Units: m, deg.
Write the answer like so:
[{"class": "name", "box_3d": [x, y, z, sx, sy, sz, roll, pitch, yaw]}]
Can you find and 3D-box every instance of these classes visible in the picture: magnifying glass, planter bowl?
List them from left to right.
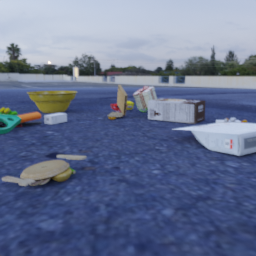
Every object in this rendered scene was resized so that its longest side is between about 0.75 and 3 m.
[{"class": "magnifying glass", "box_3d": [-4.726, -0.314, 11.466, 1.154, 0.325, 2.898, 31, 21, 18]}, {"class": "planter bowl", "box_3d": [-4.493, -1.551, 16.788, 2.931, 1.221, 2.931, -1, 10, 0]}]

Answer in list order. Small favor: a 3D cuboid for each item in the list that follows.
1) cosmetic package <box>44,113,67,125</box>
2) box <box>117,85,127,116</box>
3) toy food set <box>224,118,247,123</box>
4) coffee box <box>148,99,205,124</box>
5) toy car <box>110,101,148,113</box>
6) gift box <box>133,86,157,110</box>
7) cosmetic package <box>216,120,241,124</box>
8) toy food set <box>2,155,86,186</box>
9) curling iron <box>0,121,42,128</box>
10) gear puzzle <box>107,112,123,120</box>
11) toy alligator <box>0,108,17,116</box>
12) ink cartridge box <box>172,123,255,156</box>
[{"class": "cosmetic package", "box_3d": [-3.367, -0.435, 13.017, 0.515, 0.406, 0.957, 6, 11, 34]}, {"class": "box", "box_3d": [-0.322, -1.438, 14.452, 0.148, 1.134, 1.388, -5, 32, -16]}, {"class": "toy food set", "box_3d": [4.328, -0.163, 11.474, 0.913, 0.436, 0.411, 14, 17, 40]}, {"class": "coffee box", "box_3d": [2.358, -0.860, 13.676, 2.452, 0.977, 1.402, 7, 14, 32]}, {"class": "toy car", "box_3d": [0.389, -1.240, 16.984, 2.321, 0.550, 2.467, 4, 12, 21]}, {"class": "gift box", "box_3d": [0.835, -1.614, 14.875, 1.098, 1.025, 1.013, -8, 20, 27]}, {"class": "cosmetic package", "box_3d": [4.326, -0.180, 12.088, 0.980, 0.248, 0.405, 1, 11, 4]}, {"class": "toy food set", "box_3d": [-1.734, 0.981, 5.969, 1.100, 0.320, 1.594, -1, 13, 38]}, {"class": "curling iron", "box_3d": [-4.599, -0.158, 11.883, 1.796, 0.230, 0.445, -1, -27, -25]}, {"class": "gear puzzle", "box_3d": [-0.647, -0.582, 14.512, 0.789, 0.200, 1.524, 4, 14, 10]}, {"class": "toy alligator", "box_3d": [-6.240, -0.653, 14.028, 1.938, 0.575, 0.526, 8, 54, 36]}, {"class": "ink cartridge box", "box_3d": [3.162, 0.282, 9.069, 2.289, 0.708, 2.823, -7, 4, -30]}]
